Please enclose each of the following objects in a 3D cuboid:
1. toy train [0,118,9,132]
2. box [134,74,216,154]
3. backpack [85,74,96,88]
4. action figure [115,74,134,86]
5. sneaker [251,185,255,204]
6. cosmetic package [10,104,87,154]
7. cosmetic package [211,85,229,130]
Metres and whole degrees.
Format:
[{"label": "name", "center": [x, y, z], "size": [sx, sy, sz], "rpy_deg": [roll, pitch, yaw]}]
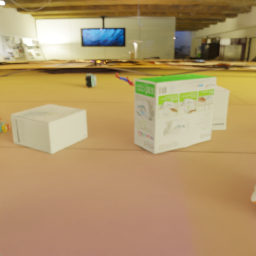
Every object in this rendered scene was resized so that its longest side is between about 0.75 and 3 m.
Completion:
[{"label": "toy train", "center": [-5.683, -0.046, 10.881], "size": [1.457, 0.540, 1.940], "rpy_deg": [13, 22, 34]}, {"label": "box", "center": [1.619, -0.569, 9.592], "size": [2.630, 2.321, 1.272], "rpy_deg": [-12, 21, -31]}, {"label": "backpack", "center": [-2.807, -3.539, 20.870], "size": [0.836, 0.985, 1.110], "rpy_deg": [-7, 21, -9]}, {"label": "action figure", "center": [-0.067, -1.974, 11.611], "size": [0.961, 0.248, 0.314], "rpy_deg": [31, -11, 2]}, {"label": "sneaker", "center": [3.366, 1.395, 6.341], "size": [0.771, 0.781, 1.996], "rpy_deg": [35, 30, 21]}, {"label": "cosmetic package", "center": [-2.748, -0.048, 9.934], "size": [1.851, 1.138, 1.845], "rpy_deg": [12, 22, 28]}, {"label": "cosmetic package", "center": [3.357, -0.912, 11.757], "size": [1.006, 1.636, 1.631], "rpy_deg": [-2, 17, -7]}]
